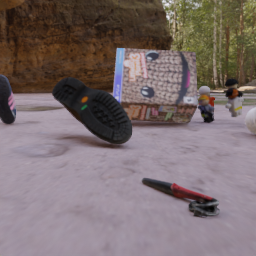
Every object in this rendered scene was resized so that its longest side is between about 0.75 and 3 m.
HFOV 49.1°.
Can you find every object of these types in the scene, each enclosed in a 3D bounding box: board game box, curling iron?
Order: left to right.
[{"bbox_3d":[0.813,-1.328,8.868,2.467,1.967,1.195,2,-23,1],"label":"board game box"},{"bbox_3d":[0.505,0.693,3.050,0.281,0.145,1.135,-6,11,-32],"label":"curling iron"}]

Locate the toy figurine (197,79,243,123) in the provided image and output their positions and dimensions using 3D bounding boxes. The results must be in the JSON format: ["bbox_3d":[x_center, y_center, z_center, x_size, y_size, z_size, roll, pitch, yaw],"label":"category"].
[{"bbox_3d":[3.071,-0.942,9.406,1.481,1.031,1.458,-11,18,24],"label":"toy figurine"}]

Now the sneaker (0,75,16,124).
[{"bbox_3d":[-3.819,-0.953,8.654,0.566,1.614,0.662,-1,33,-11],"label":"sneaker"}]

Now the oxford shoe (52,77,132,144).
[{"bbox_3d":[-0.663,-0.308,6.254,2.388,0.868,1.008,39,-10,38],"label":"oxford shoe"}]

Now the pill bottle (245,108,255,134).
[{"bbox_3d":[3.394,-0.242,6.313,0.892,0.892,1.492,-2,-4,-12],"label":"pill bottle"}]
